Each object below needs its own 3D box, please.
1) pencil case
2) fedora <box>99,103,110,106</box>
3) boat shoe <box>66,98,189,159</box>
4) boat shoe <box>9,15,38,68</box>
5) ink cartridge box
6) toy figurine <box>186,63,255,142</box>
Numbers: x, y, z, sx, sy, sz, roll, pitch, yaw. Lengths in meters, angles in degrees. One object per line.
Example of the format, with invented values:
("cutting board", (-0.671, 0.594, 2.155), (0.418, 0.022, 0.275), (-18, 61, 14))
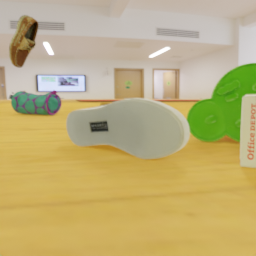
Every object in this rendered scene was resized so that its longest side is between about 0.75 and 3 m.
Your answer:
("pencil case", (-4.269, -1.175, 12.899), (2.454, 1.134, 1.044), (6, -5, 29))
("fedora", (-0.410, -0.396, 8.331), (1.782, 0.727, 1.782), (0, 8, 0))
("boat shoe", (-0.006, -0.079, 4.854), (2.607, 0.959, 0.852), (8, 14, 42))
("boat shoe", (-3.304, -2.722, 8.934), (0.601, 1.673, 0.634), (22, 12, 24))
("ink cartridge box", (2.291, 0.024, 3.883), (1.334, 0.982, 0.965), (3, 8, 25))
("toy figurine", (2.495, -0.270, 6.413), (2.163, 1.624, 1.991), (-23, -13, 14))
